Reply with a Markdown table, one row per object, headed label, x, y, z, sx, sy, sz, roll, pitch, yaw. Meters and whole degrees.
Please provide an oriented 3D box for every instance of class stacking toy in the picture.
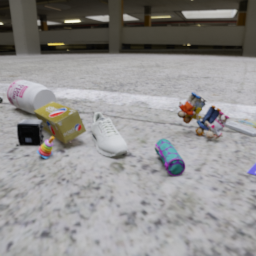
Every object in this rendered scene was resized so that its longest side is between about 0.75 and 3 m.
| label | x | y | z | sx | sy | sz | roll | pitch | yaw |
| --- | --- | --- | --- | --- | --- | --- | --- | --- | --- |
| stacking toy | -2.640 | 0.581 | 9.233 | 0.444 | 0.809 | 0.470 | 36 | 30 | 3 |

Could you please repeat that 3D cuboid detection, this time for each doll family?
| label | x | y | z | sx | sy | sz | roll | pitch | yaw |
| --- | --- | --- | --- | --- | --- | --- | --- | --- | --- |
| doll family | 2.920 | -0.398 | 11.069 | 2.114 | 1.312 | 0.952 | 38 | 23 | 15 |

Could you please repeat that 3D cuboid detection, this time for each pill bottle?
| label | x | y | z | sx | sy | sz | roll | pitch | yaw |
| --- | --- | --- | --- | --- | --- | --- | --- | --- | --- |
| pill bottle | -4.909 | -1.548 | 14.252 | 2.662 | 1.509 | 1.509 | 17 | 26 | 41 |

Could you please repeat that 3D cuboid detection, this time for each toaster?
| label | x | y | z | sx | sy | sz | roll | pitch | yaw |
| --- | --- | --- | --- | --- | --- | --- | --- | --- | --- |
| toaster | -3.637 | 0.190 | 10.366 | 0.974 | 0.881 | 0.578 | 1 | 19 | 0 |

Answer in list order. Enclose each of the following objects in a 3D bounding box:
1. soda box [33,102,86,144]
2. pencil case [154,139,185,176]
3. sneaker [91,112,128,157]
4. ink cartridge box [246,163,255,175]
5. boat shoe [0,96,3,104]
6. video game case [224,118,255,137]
| label | x | y | z | sx | sy | sz | roll | pitch | yaw |
| --- | --- | --- | --- | --- | --- | --- | --- | --- | --- |
| soda box | -2.747 | -0.289 | 10.964 | 0.947 | 0.895 | 2.796 | -32 | 26 | -24 |
| pencil case | 1.256 | 0.890 | 8.683 | 0.653 | 0.601 | 1.413 | 8 | 21 | -16 |
| sneaker | -0.770 | 0.222 | 10.099 | 0.953 | 1.004 | 2.494 | -8 | 23 | -26 |
| ink cartridge box | 4.899 | 1.143 | 8.363 | 1.995 | 0.433 | 1.976 | 15 | 25 | 39 |
| boat shoe | -7.476 | -1.222 | 14.721 | 1.834 | 0.648 | 0.584 | -22 | 33 | -28 |
| video game case | 5.193 | -0.044 | 12.049 | 1.430 | 0.180 | 1.571 | -10 | 21 | -27 |
